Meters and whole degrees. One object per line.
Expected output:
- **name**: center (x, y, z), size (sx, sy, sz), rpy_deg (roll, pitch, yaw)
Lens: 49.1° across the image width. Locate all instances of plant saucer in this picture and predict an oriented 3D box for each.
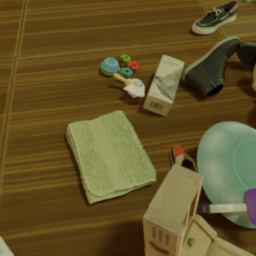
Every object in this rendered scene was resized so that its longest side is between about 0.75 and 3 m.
- **plant saucer**: center (3.026, 1.010, 6.927), size (2.759, 0.531, 2.759), rpy_deg (9, 64, -18)

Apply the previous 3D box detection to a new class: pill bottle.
- **pill bottle**: center (-2.919, 2.830, 6.059), size (1.224, 0.694, 0.694), rpy_deg (38, 60, 26)

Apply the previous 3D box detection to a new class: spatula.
- **spatula**: center (2.101, 1.822, 6.353), size (2.874, 0.295, 0.812), rpy_deg (-11, 71, 27)

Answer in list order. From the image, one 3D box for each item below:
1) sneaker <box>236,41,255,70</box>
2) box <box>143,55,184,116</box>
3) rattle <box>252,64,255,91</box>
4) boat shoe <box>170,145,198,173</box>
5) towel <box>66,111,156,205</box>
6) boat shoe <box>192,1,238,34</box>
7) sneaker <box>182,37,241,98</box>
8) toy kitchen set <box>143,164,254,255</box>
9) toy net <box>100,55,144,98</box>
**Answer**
- **sneaker**: center (5.372, -2.901, 10.471), size (2.761, 1.056, 1.582), rpy_deg (8, 50, 3)
- **box**: center (1.217, -1.457, 9.410), size (0.862, 0.717, 2.098), rpy_deg (20, 54, 1)
- **rattle**: center (4.971, -2.187, 8.539), size (1.814, 2.786, 1.990), rpy_deg (36, 24, 29)
- **boat shoe**: center (1.563, 1.017, 7.625), size (0.546, 0.480, 1.535), rpy_deg (-11, 47, -5)
- **towel**: center (-0.536, 0.674, 7.918), size (2.015, 0.495, 2.716), rpy_deg (-17, 53, -14)
- **boat shoe**: center (3.778, -4.859, 12.158), size (2.522, 0.803, 0.892), rpy_deg (-32, 58, -23)
- **sneaker**: center (3.201, -2.051, 9.701), size (2.416, 0.903, 1.283), rpy_deg (-38, 60, -1)
- **toy kitchen set**: center (1.544, 2.798, 4.756), size (2.959, 2.670, 2.414), rpy_deg (21, 53, 23)
- **toy net**: center (-0.010, -1.767, 9.943), size (1.246, 0.459, 2.375), rpy_deg (-13, 52, -30)
